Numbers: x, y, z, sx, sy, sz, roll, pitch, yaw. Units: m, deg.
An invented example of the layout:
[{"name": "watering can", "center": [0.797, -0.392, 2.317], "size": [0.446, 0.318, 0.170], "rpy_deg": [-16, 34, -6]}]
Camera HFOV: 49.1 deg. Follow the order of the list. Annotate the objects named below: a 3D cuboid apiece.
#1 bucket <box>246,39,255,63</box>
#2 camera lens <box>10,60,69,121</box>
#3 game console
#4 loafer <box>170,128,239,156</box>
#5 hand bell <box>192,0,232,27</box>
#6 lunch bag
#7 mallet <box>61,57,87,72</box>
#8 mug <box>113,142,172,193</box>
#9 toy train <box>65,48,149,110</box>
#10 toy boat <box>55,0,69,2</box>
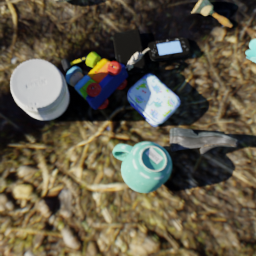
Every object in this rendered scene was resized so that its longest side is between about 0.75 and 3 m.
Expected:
[{"name": "bucket", "center": [5.613, -3.034, 9.603], "size": [1.763, 2.710, 2.710], "rpy_deg": [31, 79, -2]}, {"name": "camera lens", "center": [-2.866, -1.194, 9.331], "size": [1.673, 2.092, 1.673], "rpy_deg": [1, 82, -8]}, {"name": "game console", "center": [0.918, -3.022, 10.712], "size": [2.858, 0.345, 1.686], "rpy_deg": [-9, 78, -3]}, {"name": "loafer", "center": [2.597, 0.544, 9.744], "size": [2.339, 0.851, 0.845], "rpy_deg": [6, 86, 11]}, {"name": "hand bell", "center": [3.382, -4.413, 10.953], "size": [1.597, 0.831, 0.831], "rpy_deg": [32, 79, -7]}, {"name": "lunch bag", "center": [0.867, -0.979, 10.080], "size": [1.690, 0.697, 1.359], "rpy_deg": [44, 80, 8]}, {"name": "mallet", "center": [-1.890, -2.613, 10.699], "size": [1.350, 0.278, 0.444], "rpy_deg": [-28, 75, -11]}, {"name": "mug", "center": [0.492, 1.213, 9.069], "size": [1.849, 1.144, 1.520], "rpy_deg": [3, 60, -15]}, {"name": "toy train", "center": [-0.792, -2.222, 10.200], "size": [1.687, 1.234, 2.916], "rpy_deg": [39, 80, 21]}, {"name": "toy boat", "center": [-3.159, -5.839, 11.060], "size": [2.376, 1.104, 1.997], "rpy_deg": [-9, 82, -10]}]
